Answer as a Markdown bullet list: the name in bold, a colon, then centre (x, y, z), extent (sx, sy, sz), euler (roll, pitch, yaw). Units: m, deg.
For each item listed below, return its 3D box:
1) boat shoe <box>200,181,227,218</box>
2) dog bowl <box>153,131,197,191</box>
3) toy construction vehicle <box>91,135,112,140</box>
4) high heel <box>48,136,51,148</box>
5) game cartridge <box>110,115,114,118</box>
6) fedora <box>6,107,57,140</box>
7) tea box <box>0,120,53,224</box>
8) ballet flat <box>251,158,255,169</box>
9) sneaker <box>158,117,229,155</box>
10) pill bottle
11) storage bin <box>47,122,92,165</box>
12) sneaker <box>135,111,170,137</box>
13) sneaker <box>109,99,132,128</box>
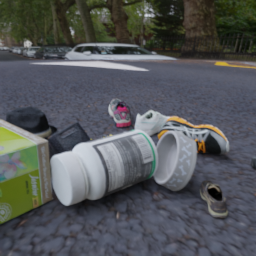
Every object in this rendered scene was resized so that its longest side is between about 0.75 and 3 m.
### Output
- **boat shoe**: centre (2.373, 1.813, 7.682), extent (0.571, 0.562, 1.532), euler (-1, 19, -2)
- **dog bowl**: centre (1.306, 0.929, 8.379), extent (0.540, 1.842, 1.842), euler (14, 15, -17)
- **toy construction vehicle**: centre (-1.025, 0.575, 11.460), extent (1.044, 0.422, 1.199), euler (-18, 26, -41)
- **high heel**: centre (-3.138, 0.771, 11.314), extent (0.312, 0.444, 0.924), euler (-10, 38, 17)
- **game cartridge**: centre (-0.474, -0.687, 15.483), extent (0.951, 0.194, 0.633), euler (3, 16, 10)
- **fedora**: centre (-4.552, -0.226, 12.562), extent (2.647, 1.209, 2.647), euler (0, 20, 0)
- **tea box**: centre (-3.990, 1.166, 7.504), extent (2.818, 1.883, 2.772), euler (17, 26, 40)
- **ballet flat**: centre (4.888, 1.080, 9.916), extent (1.506, 0.428, 0.501), euler (-16, 17, -35)
- **sneaker**: centre (2.487, 0.486, 10.993), extent (2.965, 1.161, 1.145), euler (18, 45, 42)
- **pill bottle**: centre (-0.661, 1.096, 8.111), extent (2.861, 1.618, 1.618), euler (-14, 23, -35)
- **storage bin**: centre (-2.007, 0.655, 9.091), extent (1.137, 0.788, 1.682), euler (-32, -7, -33)
- **sneaker**: centre (1.408, -0.298, 13.097), extent (2.581, 1.034, 0.908), euler (-13, 21, -36)
- **sneaker**: centre (-0.380, -0.993, 14.680), extent (1.096, 1.015, 2.719), euler (-7, 26, -11)
